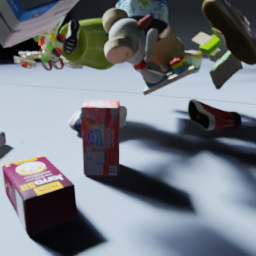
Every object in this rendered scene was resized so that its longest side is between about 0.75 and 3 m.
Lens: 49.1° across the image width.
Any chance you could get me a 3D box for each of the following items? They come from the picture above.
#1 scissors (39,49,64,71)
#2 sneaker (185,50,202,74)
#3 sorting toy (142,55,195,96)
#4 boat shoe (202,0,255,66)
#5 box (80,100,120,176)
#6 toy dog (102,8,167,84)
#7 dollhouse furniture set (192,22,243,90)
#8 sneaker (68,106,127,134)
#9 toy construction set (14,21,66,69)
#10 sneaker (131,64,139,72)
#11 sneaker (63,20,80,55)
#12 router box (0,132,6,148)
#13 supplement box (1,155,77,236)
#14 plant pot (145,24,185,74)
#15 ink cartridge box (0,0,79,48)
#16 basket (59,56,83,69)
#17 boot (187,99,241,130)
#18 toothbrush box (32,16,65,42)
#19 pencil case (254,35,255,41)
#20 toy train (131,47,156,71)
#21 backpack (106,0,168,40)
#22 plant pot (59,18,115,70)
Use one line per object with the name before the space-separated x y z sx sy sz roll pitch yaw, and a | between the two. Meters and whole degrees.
scissors | -3.119 -3.477 10.706 1.063 2.905 0.202 13 41 19
sneaker | 2.455 -3.175 13.209 0.889 1.031 2.352 -20 33 -25
sorting toy | 1.505 -2.147 10.977 2.031 0.707 2.019 -24 11 16
boat shoe | 3.211 -2.943 8.263 0.780 2.401 0.866 -42 4 -15
box | -0.640 0.229 6.734 0.865 1.686 0.798 0 18 1
toy dog | 0.469 -2.271 7.810 1.397 1.913 2.900 -19 -4 26
dollhouse furniture set | 3.414 -2.819 10.822 1.480 2.260 1.134 -40 48 -1
sneaker | -1.151 -0.391 10.033 1.578 0.868 2.155 13 27 25
toy construction set | -2.596 -2.610 8.384 1.291 1.969 0.907 22 -22 -28
sneaker | 0.395 -3.893 13.391 1.050 2.334 0.915 -25 12 24
sneaker | -1.805 -2.876 9.035 0.417 1.129 0.448 15 -9 -15
router box | -4.383 0.531 7.895 1.196 0.410 1.604 1 18 2
supplement box | -1.741 1.180 5.356 0.903 0.701 1.637 -12 21 -33
plant pot | 1.342 -3.515 11.869 1.981 1.981 1.728 6 -20 20
ink cartridge box | -1.993 -2.554 5.825 1.419 0.819 1.943 -37 17 -32
basket | -2.269 -3.208 11.998 0.782 1.268 0.859 20 3 43
boot | 3.322 -0.546 10.811 1.555 0.780 2.155 -4 26 -13
toothbrush box | -3.285 -4.221 11.280 1.382 0.595 1.006 -43 -5 41
pencil case | 4.389 -3.133 8.046 0.764 1.788 0.750 29 8 -28
toy train | 0.556 -2.486 10.034 0.508 0.376 1.801 -49 8 -11
backpack | 0.393 -3.758 9.412 1.716 1.378 1.876 3 -5 -26
plant pot | -1.496 -3.085 10.306 1.990 1.990 1.916 8 17 25
